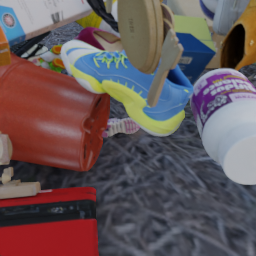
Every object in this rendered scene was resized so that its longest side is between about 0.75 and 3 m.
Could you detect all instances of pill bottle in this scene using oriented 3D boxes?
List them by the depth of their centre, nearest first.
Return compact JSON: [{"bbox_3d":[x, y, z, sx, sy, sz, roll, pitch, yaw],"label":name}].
[{"bbox_3d":[1.590,-0.092,4.208,1.072,1.072,1.909,1,32,1],"label":"pill bottle"},{"bbox_3d":[3.040,-4.222,8.402,1.782,1.782,2.978,7,16,12],"label":"pill bottle"},{"bbox_3d":[-0.949,-3.857,9.060,2.751,1.572,1.572,37,38,3],"label":"pill bottle"}]

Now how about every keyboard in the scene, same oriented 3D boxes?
[{"bbox_3d":[-3.203,-2.356,8.406,1.359,0.220,2.139,28,66,32],"label":"keyboard"}]

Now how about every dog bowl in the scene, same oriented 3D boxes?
[{"bbox_3d":[-4.620,-3.081,12.513,2.101,0.775,2.101,-1,30,0],"label":"dog bowl"}]

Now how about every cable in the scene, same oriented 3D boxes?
[{"bbox_3d":[-0.273,-2.511,5.648,1.118,1.371,0.348,-8,37,52],"label":"cable"}]

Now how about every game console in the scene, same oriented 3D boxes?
[{"bbox_3d":[-1.632,1.879,4.655,2.265,1.344,1.952,-3,0,-6],"label":"game console"}]

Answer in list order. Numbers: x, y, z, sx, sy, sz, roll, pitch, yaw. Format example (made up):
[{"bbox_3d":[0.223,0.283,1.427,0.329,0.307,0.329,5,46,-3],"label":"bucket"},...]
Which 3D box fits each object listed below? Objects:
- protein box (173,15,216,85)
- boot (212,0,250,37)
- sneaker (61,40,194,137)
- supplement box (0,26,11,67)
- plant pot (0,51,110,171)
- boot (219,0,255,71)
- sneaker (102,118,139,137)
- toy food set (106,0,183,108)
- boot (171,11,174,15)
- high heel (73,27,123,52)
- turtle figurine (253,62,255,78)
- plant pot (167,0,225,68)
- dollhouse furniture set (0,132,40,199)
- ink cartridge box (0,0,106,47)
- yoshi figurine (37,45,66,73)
[{"bbox_3d":[0.931,-1.691,6.575,1.509,1.520,1.026,-1,65,-14],"label":"protein box"},{"bbox_3d":[2.769,-3.194,6.420,1.151,2.407,0.885,32,54,32],"label":"boot"},{"bbox_3d":[0.040,-0.990,4.608,2.434,1.279,0.922,36,40,4],"label":"sneaker"},{"bbox_3d":[-2.062,-1.253,4.406,0.317,0.307,0.921,-24,0,-20],"label":"supplement box"},{"bbox_3d":[-1.849,-0.223,6.269,2.492,2.563,2.563,14,32,8],"label":"plant pot"},{"bbox_3d":[2.689,-2.355,5.480,0.916,2.604,1.864,34,51,29],"label":"boot"},{"bbox_3d":[-0.257,-0.088,7.786,1.162,0.467,0.514,-9,24,-12],"label":"sneaker"},{"bbox_3d":[0.210,-1.239,3.245,0.367,1.261,1.827,-15,67,-16],"label":"toy food set"},{"bbox_3d":[1.630,-3.524,9.796,0.577,1.504,1.167,25,-12,-33],"label":"boot"},{"bbox_3d":[-0.289,-2.267,7.708,2.314,0.779,1.110,9,-2,-33],"label":"high heel"},{"bbox_3d":[5.353,-2.925,12.019,1.697,1.141,2.267,23,32,33],"label":"turtle figurine"},{"bbox_3d":[3.307,-4.234,12.679,2.926,2.930,2.594,-1,43,-2],"label":"plant pot"},{"bbox_3d":[-2.046,0.502,5.154,0.707,1.449,1.235,-3,-4,-9],"label":"dollhouse furniture set"},{"bbox_3d":[-1.861,-3.130,6.249,2.938,1.702,0.980,-28,16,-16],"label":"ink cartridge box"},{"bbox_3d":[-2.033,-1.898,7.987,0.784,0.781,1.395,-46,25,-23],"label":"yoshi figurine"}]
